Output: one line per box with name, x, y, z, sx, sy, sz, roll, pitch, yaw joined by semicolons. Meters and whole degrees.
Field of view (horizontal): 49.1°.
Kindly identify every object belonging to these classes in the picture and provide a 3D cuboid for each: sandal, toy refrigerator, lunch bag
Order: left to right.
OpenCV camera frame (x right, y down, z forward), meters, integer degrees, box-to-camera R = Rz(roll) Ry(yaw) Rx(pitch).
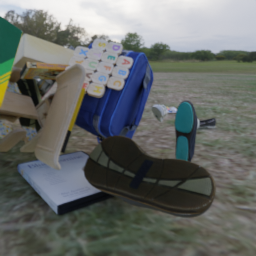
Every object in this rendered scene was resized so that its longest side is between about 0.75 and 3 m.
sandal;-3.316;-0.914;9.693;0.895;2.254;0.643;2;17;4
toy refrigerator;-2.149;-1.971;8.179;2.103;0.736;0.798;10;-17;-39
lunch bag;-0.375;-0.778;7.428;1.694;2.561;1.740;16;-8;23
sandal;0.253;0.904;5.032;2.888;0.788;1.180;10;52;41

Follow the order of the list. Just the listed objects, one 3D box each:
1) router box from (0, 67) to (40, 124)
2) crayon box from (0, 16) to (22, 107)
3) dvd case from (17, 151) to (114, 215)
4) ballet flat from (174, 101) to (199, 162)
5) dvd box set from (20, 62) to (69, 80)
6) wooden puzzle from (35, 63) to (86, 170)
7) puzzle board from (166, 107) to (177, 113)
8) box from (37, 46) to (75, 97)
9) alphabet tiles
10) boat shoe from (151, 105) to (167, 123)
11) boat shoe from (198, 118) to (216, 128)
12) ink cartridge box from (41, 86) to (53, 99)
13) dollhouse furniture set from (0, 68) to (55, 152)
router box;-4.644;-1.476;9.757;2.476;0.674;2.759;-36;-27;6
crayon box;-3.409;-0.590;5.649;0.833;2.858;2.466;32;38;-35
dvd case;-1.225;1.057;6.202;1.735;0.213;2.432;-11;18;-35
ballet flat;1.476;0.107;6.999;0.613;1.679;0.613;0;17;0
dvd box set;-2.019;-1.376;6.866;1.076;0.158;0.788;-3;-8;-33
wooden puzzle;-1.431;-0.208;5.942;0.380;2.040;1.887;16;-7;-27
puzzle board;2.014;-0.908;14.091;0.967;0.112;1.283;-1;15;-3
box;-2.481;-1.902;9.636;1.768;0.427;1.400;-18;34;59
alphabet tiles;-0.708;-1.430;6.567;1.468;1.500;0.110;17;-20;11
boat shoe;1.185;-0.591;9.977;0.500;0.456;1.389;42;-5;20
boat shoe;2.784;-0.194;10.793;1.247;0.355;0.417;-2;15;-9
ink cartridge box;-3.701;-1.505;11.471;0.628;1.327;0.246;30;28;-39
dollhouse furniture set;-2.576;-0.709;7.719;1.618;2.284;2.487;-37;-21;20
